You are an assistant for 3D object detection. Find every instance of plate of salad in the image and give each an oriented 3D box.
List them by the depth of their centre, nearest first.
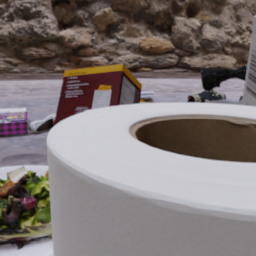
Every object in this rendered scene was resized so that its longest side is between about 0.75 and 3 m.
[{"bbox_3d":[-1.669,0.885,3.548,2.898,0.696,2.898,0,14,0],"label":"plate of salad"}]

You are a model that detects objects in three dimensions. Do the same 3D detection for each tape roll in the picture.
[{"bbox_3d":[0.611,0.756,2.123,2.324,1.596,2.324,0,14,0],"label":"tape roll"}]

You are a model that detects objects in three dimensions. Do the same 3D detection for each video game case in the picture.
[{"bbox_3d":[-4.336,-0.162,8.385,2.534,0.454,2.297,-5,14,-20],"label":"video game case"}]

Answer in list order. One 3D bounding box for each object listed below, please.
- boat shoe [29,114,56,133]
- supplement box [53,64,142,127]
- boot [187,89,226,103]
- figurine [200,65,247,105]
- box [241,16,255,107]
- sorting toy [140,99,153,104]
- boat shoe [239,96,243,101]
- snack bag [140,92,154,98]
[{"bbox_3d":[-2.370,-0.109,8.346,0.369,0.424,1.150,18,26,37],"label":"boat shoe"},{"bbox_3d":[-0.646,-0.419,6.152,1.519,1.540,1.023,0,-17,26],"label":"supplement box"},{"bbox_3d":[3.384,-1.392,12.990,1.524,0.728,2.018,-5,14,-11],"label":"boot"},{"bbox_3d":[3.192,-1.111,8.736,1.633,1.673,0.720,-6,19,19],"label":"figurine"},{"bbox_3d":[3.977,-1.060,6.286,1.774,2.701,2.715,-2,25,2],"label":"box"},{"bbox_3d":[0.345,-1.283,13.442,1.445,0.285,1.561,5,15,20],"label":"sorting toy"},{"bbox_3d":[5.701,-1.123,12.391,1.581,0.495,0.578,13,18,39],"label":"boat shoe"},{"bbox_3d":[-0.110,-1.616,14.326,2.774,0.315,2.942,-3,7,3],"label":"snack bag"}]
